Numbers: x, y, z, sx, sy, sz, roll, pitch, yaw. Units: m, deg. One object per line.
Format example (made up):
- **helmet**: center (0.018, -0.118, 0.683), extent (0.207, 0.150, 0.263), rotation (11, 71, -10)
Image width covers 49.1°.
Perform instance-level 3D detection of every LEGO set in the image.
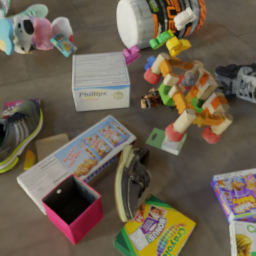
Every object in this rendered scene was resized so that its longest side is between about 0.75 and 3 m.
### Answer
- **LEGO set**: center (1.045, -2.483, 8.383), extent (2.605, 1.069, 0.994), rotation (-33, 83, 13)

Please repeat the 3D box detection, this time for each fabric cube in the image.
- **fabric cube**: center (-1.051, 1.569, 5.442), extent (0.823, 0.820, 0.807), rotation (32, 55, 27)

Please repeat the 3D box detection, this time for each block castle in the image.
- **block castle**: center (1.438, -0.704, 7.148), extent (1.570, 1.102, 2.350), rotation (4, 50, -26)

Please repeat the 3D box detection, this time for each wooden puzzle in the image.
- **wooden puzzle**: center (-1.814, 0.586, 6.861), extent (1.404, 0.164, 0.947), rotation (-9, 51, -10)

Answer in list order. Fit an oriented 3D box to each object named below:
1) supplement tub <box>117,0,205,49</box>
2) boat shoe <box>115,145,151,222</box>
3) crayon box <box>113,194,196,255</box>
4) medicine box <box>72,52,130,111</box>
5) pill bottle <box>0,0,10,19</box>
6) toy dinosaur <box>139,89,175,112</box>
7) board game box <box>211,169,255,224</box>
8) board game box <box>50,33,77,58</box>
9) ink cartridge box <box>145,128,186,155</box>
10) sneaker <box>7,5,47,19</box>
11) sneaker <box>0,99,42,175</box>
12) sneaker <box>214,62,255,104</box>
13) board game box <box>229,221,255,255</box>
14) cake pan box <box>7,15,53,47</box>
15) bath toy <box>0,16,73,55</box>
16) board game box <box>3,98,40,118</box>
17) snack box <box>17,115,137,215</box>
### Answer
- **supplement tub**: center (1.202, -3.988, 10.167), extent (2.903, 1.779, 1.779), rotation (-19, 49, -17)
- **boat shoe**: center (0.143, 1.016, 5.840), extent (0.656, 0.741, 2.023), rotation (-7, 36, 10)
- **crayon box**: center (0.508, 2.027, 5.311), extent (1.054, 0.356, 1.221), rotation (28, 52, 25)
- **medicine box**: center (-0.809, -1.401, 8.275), extent (1.556, 0.879, 1.709), rotation (-5, 46, -5)
- **pill bottle**: center (-5.633, -4.685, 11.093), extent (1.427, 1.427, 2.523), rotation (-5, 46, -5)
- **toy dinosaur**: center (0.856, -0.925, 8.014), extent (0.953, 0.717, 1.404), rotation (5, 49, 25)
- **board game box**: center (2.684, 1.397, 5.943), extent (1.501, 0.336, 1.009), rotation (-8, 46, -8)
- **board game box**: center (-2.264, -2.924, 9.868), extent (0.776, 0.182, 0.586), rotation (44, 40, -11)
- **ink cartridge box**: center (0.963, 0.277, 7.134), extent (0.874, 0.210, 0.636), rotation (21, 50, 17)
- **sneaker**: center (-3.939, -4.319, 11.260), extent (1.809, 0.666, 1.067), rotation (-31, 48, -15)
- **sneaker**: center (-2.802, 0.015, 6.851), extent (0.837, 0.917, 2.265), rotation (6, 47, 8)
- **sneaker**: center (3.200, -1.025, 7.508), extent (1.652, 1.096, 2.903), rotation (-2, 25, 8)
- **board game box**: center (2.779, 2.357, 5.025), extent (1.735, 0.300, 1.095), rotation (6, 46, 6)
- **cake pan box**: center (-3.588, -3.558, 10.330), extent (1.301, 0.340, 1.198), rotation (49, 50, 10)
- **bath toy**: center (-3.023, -3.145, 9.678), extent (2.732, 1.188, 1.010), rotation (-25, 70, -44)
- **board game box**: center (-3.035, -0.563, 7.996), extent (0.982, 0.159, 0.589), rotation (-10, 43, -9)
- **snack box**: center (-1.080, 0.728, 6.495), extent (0.980, 0.331, 2.727), rotation (41, 58, 21)
